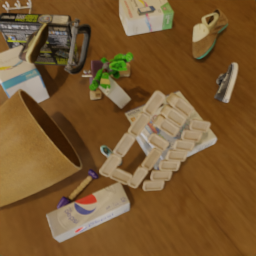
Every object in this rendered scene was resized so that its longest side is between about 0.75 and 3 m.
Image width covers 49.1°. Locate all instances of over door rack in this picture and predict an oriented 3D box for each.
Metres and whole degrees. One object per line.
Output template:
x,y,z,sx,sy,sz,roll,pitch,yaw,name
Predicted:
-4.891,-5.128,12.371,1.144,0.516,1.548,-8,59,-4,over door rack

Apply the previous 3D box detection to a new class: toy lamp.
-1.470,1.847,8.174,0.420,0.420,1.442,36,66,20,toy lamp

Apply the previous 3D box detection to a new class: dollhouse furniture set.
-0.834,-1.846,10.599,1.715,1.359,1.217,-10,14,-32,dollhouse furniture set

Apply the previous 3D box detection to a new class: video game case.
1.207,0.101,8.685,1.411,0.184,1.550,-32,66,-14,video game case

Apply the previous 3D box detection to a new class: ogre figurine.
-0.484,-1.660,7.910,0.707,1.442,0.864,26,23,-17,ogre figurine

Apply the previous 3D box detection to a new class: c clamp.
-1.754,-2.666,9.345,0.277,2.043,1.745,22,34,10,c clamp

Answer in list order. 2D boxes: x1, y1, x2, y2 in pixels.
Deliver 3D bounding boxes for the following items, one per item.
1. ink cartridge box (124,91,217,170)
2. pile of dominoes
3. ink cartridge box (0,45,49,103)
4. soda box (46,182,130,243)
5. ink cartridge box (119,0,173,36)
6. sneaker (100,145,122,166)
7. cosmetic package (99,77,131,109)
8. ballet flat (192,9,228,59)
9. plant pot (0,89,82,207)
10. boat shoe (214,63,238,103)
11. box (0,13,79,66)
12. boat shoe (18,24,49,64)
1.336,0.023,9.238,2.203,0.486,2.244,-23,57,-13,ink cartridge box
0.733,0.414,7.442,2.692,2.098,0.429,-54,32,8,pile of dominoes
-3.820,-1.746,9.860,1.244,1.249,1.703,-29,63,-16,ink cartridge box
-1.049,2.307,7.694,2.159,0.737,0.685,-22,61,-12,soda box
0.732,-4.875,11.998,2.007,0.878,1.458,-14,60,-7,ink cartridge box
-0.549,0.868,8.709,0.853,0.368,0.331,39,81,8,sneaker
-0.477,-1.186,9.049,0.486,1.365,0.692,-45,69,4,cosmetic package
3.181,-3.919,11.265,0.933,0.995,2.750,0,44,53,ballet flat
-3.268,0.880,7.664,2.943,2.742,2.742,-36,64,-5,plant pot
3.554,-1.727,10.265,0.596,0.631,1.760,19,67,10,boat shoe
-3.203,-3.201,10.330,2.473,1.981,0.547,3,59,3,box
-3.005,-2.761,8.934,0.526,0.594,1.624,12,57,4,boat shoe
